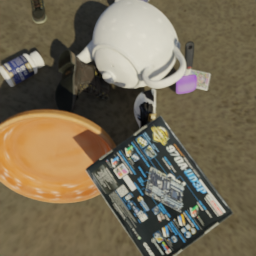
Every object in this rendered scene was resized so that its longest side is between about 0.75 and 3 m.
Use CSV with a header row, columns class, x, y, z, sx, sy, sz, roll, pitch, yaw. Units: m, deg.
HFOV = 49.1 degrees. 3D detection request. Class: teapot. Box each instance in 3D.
class,x,y,z,sx,sy,sz,roll,pitch,yaw
teapot,0.010,-2.081,8.069,2.731,2.767,2.021,38,68,-9

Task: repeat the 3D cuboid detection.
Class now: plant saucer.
class,x,y,z,sx,sy,sz,roll,pitch,yaw
plant saucer,-1.647,0.679,6.410,2.908,2.908,0.544,-2,41,-1

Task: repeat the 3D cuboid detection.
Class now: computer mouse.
class,x,y,z,sx,sy,sz,roll,pitch,yaw
computer mouse,0.415,-0.297,7.464,0.592,1.480,2.699,3,24,4

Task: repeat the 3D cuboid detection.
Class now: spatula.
class,x,y,z,sx,sy,sz,roll,pitch,yaw
spatula,1.685,-1.637,7.890,0.649,2.297,0.236,-9,67,4

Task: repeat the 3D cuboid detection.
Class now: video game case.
class,x,y,z,sx,sy,sz,roll,pitch,yaw
video game case,2.200,-1.640,9.360,0.991,0.089,0.709,15,60,9

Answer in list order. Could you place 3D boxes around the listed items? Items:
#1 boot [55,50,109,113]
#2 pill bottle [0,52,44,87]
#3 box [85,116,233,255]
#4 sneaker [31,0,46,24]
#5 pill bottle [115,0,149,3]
class,x,y,z,sx,sy,sz,roll,pitch,yaw
boot,-1.181,-1.171,8.239,0.719,1.809,2.077,-14,68,35
pill bottle,-3.463,-1.973,9.192,1.301,0.723,0.723,-37,66,-20
box,0.507,1.108,5.012,1.682,0.487,2.116,-36,81,-2
sneaker,-3.543,-4.745,10.818,0.552,0.783,1.475,-12,60,-7
pill bottle,0.270,-5.069,10.935,0.921,0.921,1.591,31,64,17
